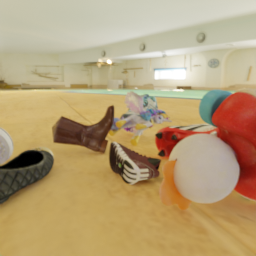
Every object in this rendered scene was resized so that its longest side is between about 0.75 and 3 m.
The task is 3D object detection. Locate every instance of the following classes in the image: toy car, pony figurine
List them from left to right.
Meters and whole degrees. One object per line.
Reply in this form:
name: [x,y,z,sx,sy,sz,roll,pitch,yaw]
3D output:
pony figurine: [0.256,-0.214,8.970,1.766,1.524,1.830,20,34,37]
toy car: [1.393,0.624,4.221,2.101,1.858,1.937,-30,25,-9]

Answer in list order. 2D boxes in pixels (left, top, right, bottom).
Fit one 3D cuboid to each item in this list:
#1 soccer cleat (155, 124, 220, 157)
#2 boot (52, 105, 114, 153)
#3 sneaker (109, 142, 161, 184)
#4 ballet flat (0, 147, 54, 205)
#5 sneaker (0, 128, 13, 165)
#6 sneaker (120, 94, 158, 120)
soccer cleat: [2.001,0.332,6.422,2.952,1.013,1.257,2,14,38]
boot: [-1.149,-0.128,7.185,1.456,1.357,0.468,15,-14,-11]
sneaker: [0.164,0.717,5.731,0.870,0.570,1.507,2,17,-21]
ballet flat: [-1.988,0.687,5.064,0.821,0.702,2.470,-4,9,9]
sneaker: [-3.550,0.081,5.596,2.780,1.090,1.104,6,21,1]
sneaker: [0.442,-0.796,11.860,1.127,1.254,2.904,5,11,24]
